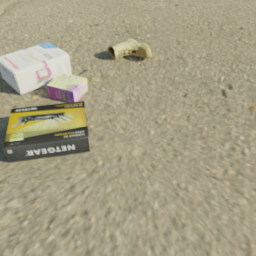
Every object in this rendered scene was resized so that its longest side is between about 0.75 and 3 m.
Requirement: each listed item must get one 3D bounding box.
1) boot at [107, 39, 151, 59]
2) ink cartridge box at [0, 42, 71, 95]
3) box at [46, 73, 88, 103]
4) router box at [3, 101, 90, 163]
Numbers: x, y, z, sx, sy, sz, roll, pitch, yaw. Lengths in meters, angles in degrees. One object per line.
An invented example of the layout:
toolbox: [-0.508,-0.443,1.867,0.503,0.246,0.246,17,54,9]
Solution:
boot: [0.039,-3.623,13.279,1.474,0.690,1.896,-24,45,-26]
ink cartridge box: [-3.923,-2.563,11.759,2.444,1.034,1.766,-29,48,-32]
box: [-2.356,-1.563,10.943,1.184,0.572,1.041,14,42,17]
router box: [-2.523,0.052,8.964,2.462,0.643,1.936,-8,41,-8]
